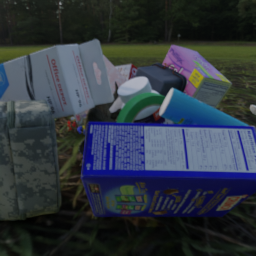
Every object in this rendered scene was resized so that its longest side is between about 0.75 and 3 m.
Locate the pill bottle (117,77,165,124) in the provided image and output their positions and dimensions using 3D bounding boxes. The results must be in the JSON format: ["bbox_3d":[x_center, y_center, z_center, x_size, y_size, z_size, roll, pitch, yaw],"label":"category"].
[{"bbox_3d":[0.472,-0.279,7.126,1.067,1.916,1.067,-19,33,13],"label":"pill bottle"}]

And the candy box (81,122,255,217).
[{"bbox_3d":[0.701,0.932,5.358,2.861,2.419,1.102,2,59,-1],"label":"candy box"}]

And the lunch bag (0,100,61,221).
[{"bbox_3d":[-2.751,0.647,6.142,2.192,2.613,1.821,-7,20,-22],"label":"lunch bag"}]

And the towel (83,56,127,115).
[{"bbox_3d":[-1.011,-1.306,8.543,1.651,1.577,0.266,-44,-1,-2],"label":"towel"}]

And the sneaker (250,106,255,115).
[{"bbox_3d":[6.605,-0.855,13.850,0.625,0.390,1.060,-15,33,-24],"label":"sneaker"}]

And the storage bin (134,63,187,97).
[{"bbox_3d":[0.842,-1.321,7.868,0.887,0.961,1.320,-12,39,-45],"label":"storage bin"}]

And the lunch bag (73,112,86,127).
[{"bbox_3d":[-1.224,-0.742,9.385,1.259,1.068,0.801,-13,-20,-37],"label":"lunch bag"}]

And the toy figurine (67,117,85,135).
[{"bbox_3d":[-1.592,0.015,11.393,1.544,0.814,0.925,-15,52,-31],"label":"toy figurine"}]

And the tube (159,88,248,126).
[{"bbox_3d":[1.741,-0.039,5.360,2.282,0.575,0.883,23,-7,-4],"label":"tube"}]

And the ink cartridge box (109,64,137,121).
[{"bbox_3d":[0.118,-0.970,9.557,0.766,1.827,1.604,0,-17,37],"label":"ink cartridge box"}]

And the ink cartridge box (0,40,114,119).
[{"bbox_3d":[-2.032,-1.127,7.381,2.973,1.724,1.008,-9,12,26],"label":"ink cartridge box"}]

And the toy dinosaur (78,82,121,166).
[{"bbox_3d":[-0.728,-0.016,7.746,1.310,2.561,0.986,7,11,6],"label":"toy dinosaur"}]

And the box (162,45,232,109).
[{"bbox_3d":[1.757,-1.078,9.033,1.122,2.321,2.042,6,37,-29],"label":"box"}]

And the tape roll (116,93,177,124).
[{"bbox_3d":[0.466,-0.033,6.192,1.466,1.466,0.352,-8,20,-22],"label":"tape roll"}]
